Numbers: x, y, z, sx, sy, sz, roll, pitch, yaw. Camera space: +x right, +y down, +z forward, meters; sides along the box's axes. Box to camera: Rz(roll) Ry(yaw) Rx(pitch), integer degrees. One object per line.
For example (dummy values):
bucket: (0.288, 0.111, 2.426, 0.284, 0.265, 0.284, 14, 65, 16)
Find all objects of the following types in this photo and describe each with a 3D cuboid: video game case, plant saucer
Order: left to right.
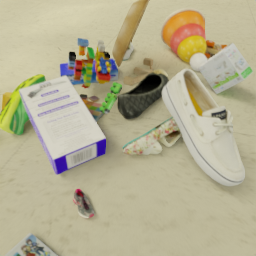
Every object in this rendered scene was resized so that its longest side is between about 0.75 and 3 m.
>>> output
video game case: (-1.843, 2.975, 4.679, 1.759, 0.212, 1.930, 26, 46, 28)
plant saucer: (0.008, -3.454, 10.004, 0.458, 2.588, 2.588, 24, 40, -6)

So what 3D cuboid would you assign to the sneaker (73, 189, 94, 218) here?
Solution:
sneaker: (-1.004, 1.673, 6.184, 0.306, 0.284, 0.759, -14, 41, -36)

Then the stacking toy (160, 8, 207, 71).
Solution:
stacking toy: (2.577, -3.428, 11.763, 2.005, 2.005, 2.744, -6, 58, -7)

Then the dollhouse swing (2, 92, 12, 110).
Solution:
dollhouse swing: (-3.628, -0.764, 9.040, 0.816, 0.742, 0.717, 4, 3, -27)

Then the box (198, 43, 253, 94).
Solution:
box: (3.233, -1.953, 9.441, 0.642, 1.327, 1.171, -38, 92, -26)

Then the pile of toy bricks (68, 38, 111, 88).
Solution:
pile of toy bricks: (-1.340, -1.978, 9.471, 1.418, 1.261, 2.555, 4, 37, -16)

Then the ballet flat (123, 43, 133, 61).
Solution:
ballet flat: (-0.075, -3.598, 12.522, 0.579, 0.579, 1.668, 5, 39, 6)

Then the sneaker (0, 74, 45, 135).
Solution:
sneaker: (-3.107, -0.731, 8.524, 0.794, 0.896, 2.145, -4, 53, 42)

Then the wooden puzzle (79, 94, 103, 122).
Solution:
wooden puzzle: (-1.436, -0.515, 8.938, 1.244, 0.147, 2.097, 15, 35, 17)

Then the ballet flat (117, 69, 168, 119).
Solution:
ballet flat: (0.618, -1.338, 9.435, 0.983, 0.840, 2.958, 9, 38, 29)

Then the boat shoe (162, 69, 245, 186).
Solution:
boat shoe: (1.879, -0.086, 6.466, 1.037, 1.021, 2.923, -16, 70, -32)

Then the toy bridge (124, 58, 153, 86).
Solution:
toy bridge: (0.558, -2.182, 10.984, 0.682, 0.276, 2.029, 18, 42, 20)

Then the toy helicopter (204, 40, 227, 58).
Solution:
toy helicopter: (4.096, -3.368, 12.338, 1.674, 0.660, 1.107, 24, 34, 11)

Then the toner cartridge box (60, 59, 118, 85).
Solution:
toner cartridge box: (-1.520, -2.169, 10.818, 2.124, 0.459, 1.009, -7, 40, -9)

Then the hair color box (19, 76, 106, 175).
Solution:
hair color box: (-1.769, -0.169, 7.438, 1.381, 0.819, 2.527, -22, 59, -21)

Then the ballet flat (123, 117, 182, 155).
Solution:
ballet flat: (0.850, 0.292, 7.640, 2.125, 0.804, 0.679, -29, 77, -26)

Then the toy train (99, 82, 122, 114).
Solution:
toy train: (-0.503, -0.876, 8.301, 0.301, 0.222, 1.066, 24, 77, 11)
